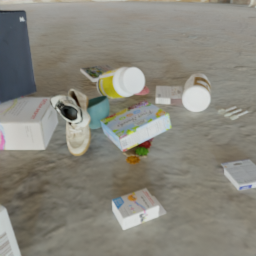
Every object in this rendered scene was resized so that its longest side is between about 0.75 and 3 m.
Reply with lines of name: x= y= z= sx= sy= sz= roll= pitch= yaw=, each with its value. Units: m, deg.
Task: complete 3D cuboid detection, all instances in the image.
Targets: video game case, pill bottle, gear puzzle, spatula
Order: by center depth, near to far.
gear puzzle: x=0.261 y=0.612 z=9.002 sx=0.892 sy=0.226 sz=1.723 roll=8 pitch=31 yaw=13
pill bottle: x=-0.314 y=-1.757 z=11.000 sx=1.140 sy=1.140 sz=1.994 roll=-20 pitch=13 yaw=-30
spatula: x=4.228 y=-0.641 z=11.274 sx=1.106 sy=0.089 sz=0.769 roll=-20 pitch=35 yaw=-30
pill bottle: x=2.912 y=-1.573 z=11.822 sx=1.104 sy=1.104 sz=1.931 roll=8 pitch=32 yaw=13
video game case: x=-1.485 y=-2.983 z=15.135 sx=1.666 sy=0.201 sz=1.828 roll=-15 pitch=34 yaw=-24

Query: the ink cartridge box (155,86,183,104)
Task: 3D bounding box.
ink cartridge box: x=1.825 y=-1.481 z=12.471 sx=1.195 sy=0.303 sz=1.357 roll=2 pitch=31 yaw=6

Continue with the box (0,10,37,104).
box: x=-4.969 y=-2.605 z=9.834 sx=2.875 sy=2.827 sz=1.688 roll=13 pitch=28 yaw=27

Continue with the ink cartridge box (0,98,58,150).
ink cartridge box: x=-3.899 y=-0.188 z=9.474 sx=2.639 sy=1.117 sz=1.907 roll=-1 pitch=31 yaw=2

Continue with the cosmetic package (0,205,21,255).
cosmetic package: x=-3.322 y=2.090 z=5.045 sx=2.017 sy=1.688 sz=1.678 roll=19 pitch=36 yaw=30

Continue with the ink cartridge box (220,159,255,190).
ink cartridge box: x=3.256 y=1.299 z=7.861 sx=0.970 sy=0.214 sz=0.988 roll=-7 pitch=29 yaw=-11

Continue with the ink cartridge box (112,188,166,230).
ink cartridge box: x=0.276 y=1.877 z=6.693 sx=1.169 sy=0.396 sz=0.673 roll=-14 pitch=33 yaw=-22

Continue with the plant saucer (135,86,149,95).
plant saucer: x=0.549 y=-1.813 z=13.129 sx=0.870 sy=0.221 sz=0.870 roll=1 pitch=30 yaw=0

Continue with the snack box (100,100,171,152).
snack box: x=0.230 y=-0.128 z=9.407 sx=1.866 sy=0.631 sz=1.573 roll=-26 pitch=32 yaw=-16

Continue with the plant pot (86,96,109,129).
plant pot: x=-1.205 y=-0.492 z=10.073 sx=1.318 sy=0.888 sz=1.318 roll=-19 pitch=19 yaw=7

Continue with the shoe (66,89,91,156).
shoe: x=-1.656 y=-0.222 z=8.805 sx=0.810 sy=0.619 sz=2.317 roll=-15 pitch=57 yaw=14

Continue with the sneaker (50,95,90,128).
sneaker: x=-1.808 y=-0.595 z=8.213 sx=1.561 sy=0.591 sz=0.684 roll=31 pitch=4 yaw=25
